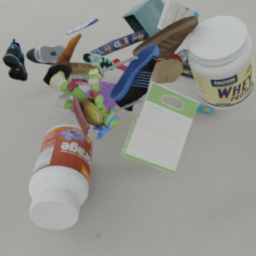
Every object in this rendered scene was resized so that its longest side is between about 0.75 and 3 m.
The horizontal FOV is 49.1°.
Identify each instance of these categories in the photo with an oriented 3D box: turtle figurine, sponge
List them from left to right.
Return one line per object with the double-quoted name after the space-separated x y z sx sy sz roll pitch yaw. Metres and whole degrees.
-0.770 -0.789 6.815 1.933 1.435 1.993 23 86 22 "turtle figurine"
-1.323 -1.353 13.127 1.558 0.416 2.792 15 39 19 "sponge"

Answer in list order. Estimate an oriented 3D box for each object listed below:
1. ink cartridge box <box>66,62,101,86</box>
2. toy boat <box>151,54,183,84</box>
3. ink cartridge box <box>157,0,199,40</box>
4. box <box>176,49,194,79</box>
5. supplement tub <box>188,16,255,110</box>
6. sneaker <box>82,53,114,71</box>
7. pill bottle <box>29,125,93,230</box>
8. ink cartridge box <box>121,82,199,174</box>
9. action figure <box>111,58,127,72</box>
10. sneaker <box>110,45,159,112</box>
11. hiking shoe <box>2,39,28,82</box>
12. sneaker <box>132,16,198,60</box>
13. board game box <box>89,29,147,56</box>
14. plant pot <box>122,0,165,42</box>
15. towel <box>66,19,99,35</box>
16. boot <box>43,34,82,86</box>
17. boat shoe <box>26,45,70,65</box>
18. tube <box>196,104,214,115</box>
-1.823 -2.142 11.288 1.446 1.191 0.543 -1 77 -14 "ink cartridge box"
1.461 -2.499 10.945 1.185 1.187 1.815 -6 -8 -1 "toy boat"
1.779 -4.058 10.489 1.768 1.024 0.590 3 23 -43 "ink cartridge box"
3.900 -3.557 15.850 2.884 0.736 2.274 22 43 28 "box"
3.242 -2.156 9.691 2.058 2.838 2.058 -11 59 20 "supplement tub"
-0.799 -1.927 8.120 0.966 0.375 0.676 25 14 2 "sneaker"
-1.950 1.372 8.347 1.664 1.664 2.967 -1 37 -2 "pill bottle"
0.861 0.023 7.530 1.512 2.078 0.498 21 -5 -15 "ink cartridge box"
-0.124 -2.435 11.653 1.844 0.477 0.603 18 36 -51 "action figure"
0.318 -1.379 7.849 1.986 0.774 0.697 -53 37 -6 "sneaker"
-4.294 -2.525 11.020 0.776 2.085 0.904 13 71 -10 "hiking shoe"
1.307 -2.760 9.208 2.325 0.878 0.819 -26 29 17 "sneaker"
-0.492 -3.377 11.535 1.591 0.406 2.348 -29 17 -24 "board game box"
0.912 -4.844 12.234 1.482 1.455 1.451 -45 25 -3 "plant pot"
-1.711 -3.757 10.397 1.123 0.134 0.825 -7 30 33 "towel"
-2.043 -2.463 9.726 0.673 1.851 1.966 34 66 -18 "boot"
-3.369 -3.119 12.035 0.715 0.867 2.525 -2 9 18 "boat shoe"
3.194 -0.916 12.660 1.298 0.327 0.503 16 52 13 "tube"
